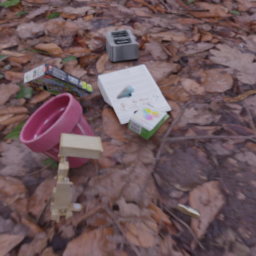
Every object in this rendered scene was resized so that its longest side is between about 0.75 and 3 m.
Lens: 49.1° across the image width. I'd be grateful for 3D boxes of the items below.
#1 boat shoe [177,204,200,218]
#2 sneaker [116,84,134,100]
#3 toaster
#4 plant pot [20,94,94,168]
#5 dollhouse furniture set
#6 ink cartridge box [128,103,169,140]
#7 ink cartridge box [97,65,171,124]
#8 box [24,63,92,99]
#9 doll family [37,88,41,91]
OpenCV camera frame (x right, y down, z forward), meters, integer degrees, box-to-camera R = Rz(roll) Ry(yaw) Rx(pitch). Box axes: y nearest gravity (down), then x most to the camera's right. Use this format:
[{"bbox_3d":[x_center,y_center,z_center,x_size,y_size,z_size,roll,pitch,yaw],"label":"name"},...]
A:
[{"bbox_3d":[1.962,2.654,9.057,0.752,0.270,0.244,20,37,23],"label":"boat shoe"},{"bbox_3d":[-0.098,-1.194,10.114,0.402,0.981,0.362,43,60,-8],"label":"sneaker"},{"bbox_3d":[-0.400,-4.385,15.053,1.803,1.070,1.630,-9,47,-8],"label":"toaster"},{"bbox_3d":[-2.203,0.267,9.705,2.214,1.982,2.214,-26,34,19],"label":"plant pot"},{"bbox_3d":[-1.533,1.633,8.081,1.137,2.569,1.332,7,27,-16],"label":"dollhouse furniture set"},{"bbox_3d":[0.875,-0.411,11.025,0.943,0.539,1.817,31,48,18],"label":"ink cartridge box"},{"bbox_3d":[0.193,-1.444,12.708,2.411,0.847,2.967,-17,62,-15],"label":"ink cartridge box"},{"bbox_3d":[-2.778,-1.797,11.450,1.358,2.467,0.428,-13,71,34],"label":"box"},{"bbox_3d":[-4.088,-2.168,13.423,0.861,0.625,1.387,20,32,27],"label":"doll family"}]
